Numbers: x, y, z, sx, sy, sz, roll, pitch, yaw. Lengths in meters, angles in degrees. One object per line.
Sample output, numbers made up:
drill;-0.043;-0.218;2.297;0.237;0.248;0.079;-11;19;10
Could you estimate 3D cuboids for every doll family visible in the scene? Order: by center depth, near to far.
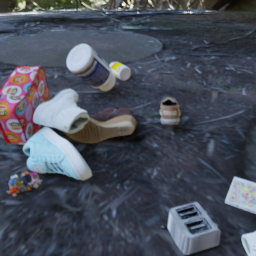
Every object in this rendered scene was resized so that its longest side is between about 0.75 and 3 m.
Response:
doll family;-2.726;1.440;7.271;0.895;0.556;0.403;-19;34;-33

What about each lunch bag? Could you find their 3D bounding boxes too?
lunch bag;-3.375;-0.662;9.343;1.005;2.162;2.454;5;45;5

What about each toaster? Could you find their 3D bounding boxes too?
toaster;1.338;2.143;5.989;0.979;0.581;0.885;-9;29;-15

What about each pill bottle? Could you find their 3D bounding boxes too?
pill bottle;-1.571;-2.613;12.771;1.319;1.319;2.375;22;-7;34
pill bottle;-0.507;-3.142;15.345;0.763;0.763;1.397;-16;33;-26

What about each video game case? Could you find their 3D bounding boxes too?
video game case;3.112;1.740;7.187;0.981;0.123;1.078;15;33;26

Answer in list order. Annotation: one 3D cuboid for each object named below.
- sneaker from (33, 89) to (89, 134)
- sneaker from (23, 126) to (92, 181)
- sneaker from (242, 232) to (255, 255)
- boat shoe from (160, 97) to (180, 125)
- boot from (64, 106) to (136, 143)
sneaker;-1.850;-0.498;9.171;1.400;0.893;2.423;20;28;6
sneaker;-2.079;0.939;7.783;1.218;1.098;2.972;-42;33;-18
sneaker;2.800;2.550;5.400;0.804;0.513;1.391;-8;21;-11
boat shoe;1.606;-0.783;10.626;0.833;0.790;2.200;-3;19;4
boot;-0.973;-0.218;10.182;2.497;0.903;2.077;0;19;-2
